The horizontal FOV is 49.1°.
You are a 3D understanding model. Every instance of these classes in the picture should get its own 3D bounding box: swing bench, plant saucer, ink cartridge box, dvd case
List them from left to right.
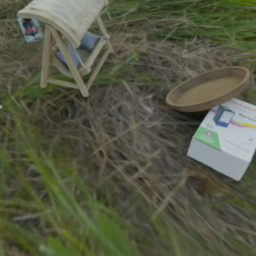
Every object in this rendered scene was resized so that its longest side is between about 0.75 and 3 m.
[{"bbox_3d":[-2.900,-2.965,8.412,0.554,0.759,0.083,-20,45,-10],"label":"dvd case"},{"bbox_3d":[-1.835,-3.130,9.367,1.864,2.873,2.858,12,51,9],"label":"swing bench"},{"bbox_3d":[2.416,-1.169,8.596,2.549,0.375,2.549,-22,21,9],"label":"plant saucer"},{"bbox_3d":[2.839,0.168,7.852,1.522,0.917,2.095,27,52,21],"label":"ink cartridge box"}]

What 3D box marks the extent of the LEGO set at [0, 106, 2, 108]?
[{"bbox_3d":[-5.148,-0.798,9.034,1.669,0.410,1.247,30,52,23],"label":"LEGO set"}]
